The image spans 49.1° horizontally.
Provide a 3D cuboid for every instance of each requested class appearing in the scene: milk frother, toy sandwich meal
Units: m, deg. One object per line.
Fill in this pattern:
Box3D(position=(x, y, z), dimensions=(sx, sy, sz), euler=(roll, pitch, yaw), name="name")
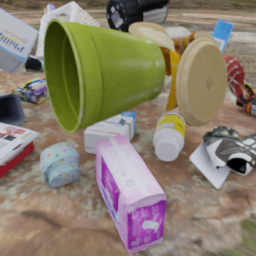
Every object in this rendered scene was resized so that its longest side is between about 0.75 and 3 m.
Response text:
Box3D(position=(0.644, -4.049, 10.976), dimensions=(2.145, 2.280, 2.058), euler=(-25, 25, -27), name="milk frother")
Box3D(position=(1.872, -1.343, 7.863), dimensions=(2.675, 2.675, 0.916), euler=(-26, 26, -38), name="toy sandwich meal")

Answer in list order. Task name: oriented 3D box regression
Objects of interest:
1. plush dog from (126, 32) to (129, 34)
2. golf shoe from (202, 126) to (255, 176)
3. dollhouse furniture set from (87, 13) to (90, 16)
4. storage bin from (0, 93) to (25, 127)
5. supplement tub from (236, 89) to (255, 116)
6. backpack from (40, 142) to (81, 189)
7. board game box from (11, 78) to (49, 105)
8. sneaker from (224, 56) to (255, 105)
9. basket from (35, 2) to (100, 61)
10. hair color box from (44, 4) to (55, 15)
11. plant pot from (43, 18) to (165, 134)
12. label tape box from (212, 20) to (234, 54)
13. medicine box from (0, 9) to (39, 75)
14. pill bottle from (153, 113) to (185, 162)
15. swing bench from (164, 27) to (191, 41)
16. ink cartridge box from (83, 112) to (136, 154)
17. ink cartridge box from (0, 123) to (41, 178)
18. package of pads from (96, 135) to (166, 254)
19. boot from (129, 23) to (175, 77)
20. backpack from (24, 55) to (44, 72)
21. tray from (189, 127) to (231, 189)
Box3D(position=(0.458, -4.289, 13.248), dimensions=(1.984, 1.592, 1.704), euler=(34, 21, 23), name="plush dog")
Box3D(position=(3.622, 0.848, 8.531), dimensions=(2.887, 1.122, 1.364), euler=(7, 62, -15), name="golf shoe")
Box3D(position=(-2.117, -4.966, 11.993), dimensions=(0.991, 0.383, 0.495), euler=(-6, 15, -13), name="dollhouse furniture set")
Box3D(position=(-5.376, -0.666, 10.777), dimensions=(2.090, 1.521, 1.404), euler=(-26, 28, -38), name="storage bin")
Box3D(position=(5.549, -0.984, 11.567), dimensions=(1.990, 1.064, 1.064), euler=(24, 37, 35), name="supplement tub")
Box3D(position=(-1.863, 1.019, 7.782), dimensions=(1.094, 1.245, 0.954), euler=(-14, 49, -27), name="backpack")
Box3D(position=(-4.398, -1.848, 13.652), dimensions=(1.581, 0.542, 1.912), euler=(12, 31, 23), name="board game box")
Box3D(position=(3.335, -1.495, 8.853), dimensions=(0.654, 1.681, 0.691), euler=(-30, 20, 7), name="sneaker")
Box3D(position=(-2.157, -3.193, 10.115), dimensions=(1.770, 1.786, 1.437), euler=(-5, -15, 37), name="basket")
Box3D(position=(-3.228, -4.612, 11.646), dimensions=(0.277, 0.856, 0.468), euler=(-1, -12, -45), name="hair color box")
Box3D(position=(-0.524, -1.395, 7.211), dimensions=(2.570, 2.669, 2.669), euler=(-12, 31, -28), name="plant pot")
Box3D(position=(3.062, -2.790, 9.963), dimensions=(0.559, 1.275, 1.768), euler=(22, -4, 8), name="label tape box")
Box3D(position=(-4.765, -3.171, 9.970), dimensions=(2.279, 1.288, 2.502), euler=(27, -15, -30), name="medicine box")
Box3D(position=(1.365, 0.304, 9.322), dimensions=(1.003, 1.003, 1.802), euler=(6, 31, 11), name="pill bottle")
Box3D(position=(1.217, -3.362, 12.059), dimensions=(2.160, 2.172, 1.409), euler=(-16, 55, -32), name="swing bench")
Box3D(position=(-0.582, 0.129, 9.846), dimensions=(1.369, 0.803, 1.869), euler=(7, 29, 12), name="ink cartridge box")
Box3D(position=(-3.899, 0.777, 8.621), dimensions=(1.757, 0.839, 2.002), euler=(11, 31, 18), name="ink cartridge box")
Box3D(position=(-0.052, 1.428, 6.729), dimensions=(0.973, 1.549, 2.571), euler=(-11, 30, -18), name="package of pads")
Box3D(position=(1.178, -2.683, 10.220), dimensions=(2.632, 1.884, 0.926), euler=(17, 67, -1), name="boot")
Box3D(position=(-5.578, -3.883, 16.919), dimensions=(1.232, 1.028, 0.780), euler=(15, 27, 14), name="backpack")
Box3D(position=(2.675, 0.885, 8.638), dimensions=(1.188, 0.245, 2.212), euler=(49, 44, 6), name="tray")
